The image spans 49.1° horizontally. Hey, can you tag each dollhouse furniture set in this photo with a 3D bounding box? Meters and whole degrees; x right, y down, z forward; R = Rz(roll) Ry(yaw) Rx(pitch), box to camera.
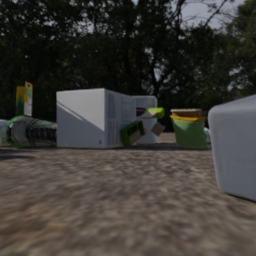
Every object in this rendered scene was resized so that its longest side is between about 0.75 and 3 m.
[{"bbox_3d":[1.159,0.136,9.480,2.787,1.393,1.076,2,24,35],"label":"dollhouse furniture set"}]

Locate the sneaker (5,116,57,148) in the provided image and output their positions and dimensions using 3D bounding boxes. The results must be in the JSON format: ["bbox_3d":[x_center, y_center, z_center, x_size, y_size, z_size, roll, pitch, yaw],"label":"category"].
[{"bbox_3d":[-3.089,0.145,10.259,1.228,1.125,2.883,0,0,36],"label":"sneaker"}]

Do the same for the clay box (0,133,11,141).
[{"bbox_3d":[-5.002,0.249,8.246,1.468,0.608,2.554,-18,-10,36],"label":"clay box"}]

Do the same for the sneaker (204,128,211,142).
[{"bbox_3d":[3.648,0.361,13.488,2.165,0.814,0.878,-1,9,-44],"label":"sneaker"}]

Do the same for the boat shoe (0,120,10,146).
[{"bbox_3d":[-4.298,0.199,11.350,1.031,1.010,2.896,-5,-6,29],"label":"boat shoe"}]

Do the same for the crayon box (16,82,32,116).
[{"bbox_3d":[-3.641,-1.006,9.835,0.297,1.150,0.723,3,-1,0],"label":"crayon box"}]

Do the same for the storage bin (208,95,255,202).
[{"bbox_3d":[1.875,0.007,2.445,1.504,1.630,2.239,-11,5,-27],"label":"storage bin"}]

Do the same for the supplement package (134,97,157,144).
[{"bbox_3d":[0.195,-0.339,12.740,2.171,2.076,1.597,0,0,9],"label":"supplement package"}]

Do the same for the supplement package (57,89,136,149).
[{"bbox_3d":[-1.090,-0.285,10.521,1.979,1.965,2.608,0,0,24],"label":"supplement package"}]
